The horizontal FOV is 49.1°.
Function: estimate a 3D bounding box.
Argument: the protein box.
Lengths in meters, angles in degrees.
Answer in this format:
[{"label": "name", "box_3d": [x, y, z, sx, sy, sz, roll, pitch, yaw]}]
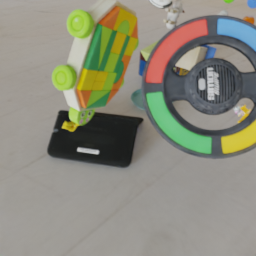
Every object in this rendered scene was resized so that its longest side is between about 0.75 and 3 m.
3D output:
[{"label": "protein box", "box_3d": [1.632, -2.726, 11.698, 1.703, 1.157, 1.715, 30, 49, 26]}]

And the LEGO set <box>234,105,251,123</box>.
[{"label": "LEGO set", "box_3d": [3.857, -0.260, 9.286, 0.606, 0.491, 1.318, -21, 29, 34]}]

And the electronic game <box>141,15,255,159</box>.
[{"label": "electronic game", "box_3d": [1.718, -0.836, 5.639, 2.912, 2.912, 0.606, 5, -3, 6]}]

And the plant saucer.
[{"label": "plant saucer", "box_3d": [0.894, -1.049, 10.430, 1.610, 0.221, 1.610, 1, 35, 0]}]

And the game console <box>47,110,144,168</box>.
[{"label": "game console", "box_3d": [-0.894, 0.222, 8.660, 2.459, 1.431, 2.163, 7, 66, 10]}]

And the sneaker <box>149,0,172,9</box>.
[{"label": "sneaker", "box_3d": [0.686, -3.787, 7.232, 0.536, 0.818, 1.421, -25, 66, -1]}]

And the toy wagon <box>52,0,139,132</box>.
[{"label": "toy wagon", "box_3d": [-0.637, -1.139, 5.846, 0.558, 2.820, 2.188, 27, 18, 19]}]

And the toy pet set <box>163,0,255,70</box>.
[{"label": "toy pet set", "box_3d": [2.219, -2.685, 8.015, 2.418, 2.258, 1.284, 26, 24, 24]}]
